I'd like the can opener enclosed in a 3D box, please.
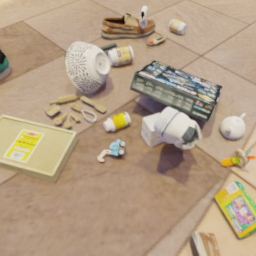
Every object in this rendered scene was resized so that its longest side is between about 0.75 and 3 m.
[{"bbox_3d":[-1.544,-3.299,12.295,2.505,0.837,0.668,-23,54,-14],"label":"can opener"}]

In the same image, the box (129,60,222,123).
[{"bbox_3d":[1.805,-1.443,10.062,2.932,0.675,2.331,24,31,11],"label":"box"}]

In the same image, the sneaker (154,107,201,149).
[{"bbox_3d":[1.558,0.192,8.223,1.060,2.994,1.093,40,100,17],"label":"sneaker"}]

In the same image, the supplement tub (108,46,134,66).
[{"bbox_3d":[-0.322,-3.121,12.222,0.993,0.722,0.722,-15,50,-13],"label":"supplement tub"}]

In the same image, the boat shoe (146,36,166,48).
[{"bbox_3d":[1.323,-4.113,13.365,1.052,0.329,0.374,-18,51,-14],"label":"boat shoe"}]

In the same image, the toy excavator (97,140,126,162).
[{"bbox_3d":[-0.524,0.735,8.966,0.814,0.407,0.792,9,85,1],"label":"toy excavator"}]

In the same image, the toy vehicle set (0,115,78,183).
[{"bbox_3d":[-3.318,0.597,9.151,2.876,0.381,1.787,13,50,11],"label":"toy vehicle set"}]

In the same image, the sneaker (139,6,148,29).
[{"bbox_3d":[0.657,-5.000,12.942,0.382,1.038,0.600,12,46,10],"label":"sneaker"}]

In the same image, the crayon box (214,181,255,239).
[{"bbox_3d":[2.978,2.167,7.471,0.374,0.763,1.284,14,38,-38],"label":"crayon box"}]

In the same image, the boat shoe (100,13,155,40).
[{"bbox_3d":[0.025,-5.037,13.727,2.782,0.999,1.053,-12,50,-10],"label":"boat shoe"}]

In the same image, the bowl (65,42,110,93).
[{"bbox_3d":[-1.304,-2.343,10.569,0.931,1.983,1.983,-4,41,36],"label":"bowl"}]

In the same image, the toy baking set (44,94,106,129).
[{"bbox_3d":[-1.962,-0.660,10.382,2.124,0.247,1.630,-18,53,-18],"label":"toy baking set"}]

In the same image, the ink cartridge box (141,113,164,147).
[{"bbox_3d":[0.867,0.080,9.288,0.639,0.869,0.628,-19,53,-17],"label":"ink cartridge box"}]

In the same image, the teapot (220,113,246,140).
[{"bbox_3d":[3.623,-0.084,9.520,0.883,0.653,0.894,6,49,-6],"label":"teapot"}]

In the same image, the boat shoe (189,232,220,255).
[{"bbox_3d":[2.042,3.340,6.496,0.704,0.742,1.961,-7,52,-7],"label":"boat shoe"}]

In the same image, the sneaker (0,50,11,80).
[{"bbox_3d":[-5.940,-2.092,11.003,1.047,1.172,2.934,20,51,17],"label":"sneaker"}]

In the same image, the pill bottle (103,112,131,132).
[{"bbox_3d":[-0.392,-0.186,9.780,0.884,0.483,0.483,-23,52,-19],"label":"pill bottle"}]

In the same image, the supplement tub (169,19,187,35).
[{"bbox_3d":[2.496,-5.056,14.040,0.779,0.566,0.566,34,57,26],"label":"supplement tub"}]

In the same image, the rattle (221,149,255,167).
[{"bbox_3d":[3.322,0.937,8.505,0.651,0.911,0.593,5,87,-7],"label":"rattle"}]
